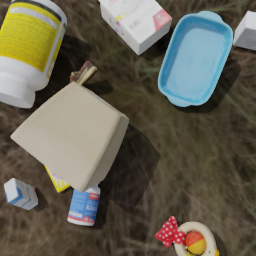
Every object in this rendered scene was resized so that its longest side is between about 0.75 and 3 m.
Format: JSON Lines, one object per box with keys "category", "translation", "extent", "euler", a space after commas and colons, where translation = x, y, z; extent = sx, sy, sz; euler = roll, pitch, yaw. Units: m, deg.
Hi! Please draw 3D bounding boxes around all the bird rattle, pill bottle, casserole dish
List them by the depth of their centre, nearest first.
{"category": "bird rattle", "translation": [1.430, 2.705, 6.523], "extent": [1.205, 0.833, 1.479], "euler": [-36, 50, 19]}
{"category": "pill bottle", "translation": [-1.086, 1.817, 7.178], "extent": [0.676, 0.676, 1.205], "euler": [10, 78, 2]}
{"category": "pill bottle", "translation": [-2.727, -1.986, 7.474], "extent": [1.521, 1.521, 2.705], "euler": [14, 77, 3]}
{"category": "casserole dish", "translation": [1.819, -1.847, 7.744], "extent": [1.554, 0.498, 2.565], "euler": [21, 103, 9]}

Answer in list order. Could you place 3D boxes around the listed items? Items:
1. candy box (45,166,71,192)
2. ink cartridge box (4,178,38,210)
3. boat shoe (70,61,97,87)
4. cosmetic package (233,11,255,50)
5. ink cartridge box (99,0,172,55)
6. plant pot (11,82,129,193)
{"category": "candy box", "translation": [-1.889, 0.927, 7.573], "extent": [0.736, 0.190, 1.440], "euler": [-32, 78, 9]}
{"category": "ink cartridge box", "translation": [-2.695, 1.680, 7.077], "extent": [0.322, 0.768, 0.557], "euler": [-35, 53, 2]}
{"category": "boat shoe", "translation": [-1.392, -1.372, 7.795], "extent": [1.236, 0.446, 0.445], "euler": [-39, 95, 30]}
{"category": "cosmetic package", "translation": [3.703, -2.782, 8.125], "extent": [0.925, 0.928, 0.571], "euler": [14, 78, 3]}
{"category": "ink cartridge box", "translation": [0.079, -3.456, 8.380], "extent": [1.277, 0.740, 2.193], "euler": [-40, 81, -8]}
{"category": "plant pot", "translation": [-1.074, 0.080, 6.710], "extent": [1.998, 1.996, 1.769], "euler": [37, 94, 8]}
